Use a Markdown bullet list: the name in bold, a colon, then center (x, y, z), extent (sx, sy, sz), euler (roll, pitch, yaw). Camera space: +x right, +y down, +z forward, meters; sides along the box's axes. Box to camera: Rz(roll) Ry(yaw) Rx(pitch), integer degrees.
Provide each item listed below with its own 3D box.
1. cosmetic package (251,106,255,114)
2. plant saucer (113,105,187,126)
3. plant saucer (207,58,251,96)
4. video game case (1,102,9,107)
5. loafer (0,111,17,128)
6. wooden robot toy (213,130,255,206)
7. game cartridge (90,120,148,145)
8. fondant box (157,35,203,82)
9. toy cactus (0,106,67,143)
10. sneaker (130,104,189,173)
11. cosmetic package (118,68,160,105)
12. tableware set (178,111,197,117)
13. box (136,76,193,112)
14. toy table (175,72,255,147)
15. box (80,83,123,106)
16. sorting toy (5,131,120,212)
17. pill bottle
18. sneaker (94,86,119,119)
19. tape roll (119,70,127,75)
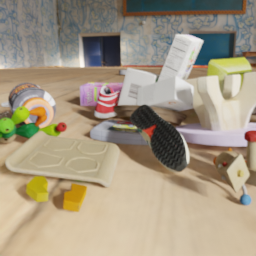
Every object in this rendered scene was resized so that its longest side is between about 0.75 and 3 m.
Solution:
- **cosmetic package**: center (4.569, -0.848, 11.718), extent (1.521, 0.542, 0.772), euler (-8, 18, -30)
- **plant saucer**: center (0.663, -0.348, 8.770), extent (2.297, 0.338, 2.297), euler (7, -5, 1)
- **plant saucer**: center (3.518, -1.233, 9.704), extent (2.232, 2.229, 0.534), euler (-14, 25, -37)
- **video game case**: center (-5.042, -1.240, 13.745), extent (1.526, 0.184, 1.674), euler (2, 15, 9)
- **loafer**: center (-4.641, -0.134, 8.367), extent (2.470, 0.881, 0.902), euler (-5, 16, -16)
- **wooden robot toy**: center (2.325, 0.572, 5.591), extent (2.712, 1.195, 1.231), euler (-11, 8, -36)
- **game cartridge**: center (-0.011, 0.123, 8.441), extent (2.062, 0.421, 1.372), euler (4, 20, 16)
- **fondant box**: center (1.766, -2.133, 9.898), extent (0.630, 2.164, 1.561), euler (30, 27, 17)
- **toy cactus**: center (-3.086, 0.177, 7.243), extent (2.654, 1.357, 2.190), euler (-11, 0, -27)
- **sneaker**: center (0.871, 0.312, 6.655), extent (1.007, 0.758, 2.154), euler (42, 7, -44)
- **cosmetic package**: center (0.758, -1.458, 11.176), extent (1.182, 1.500, 2.787), euler (19, 15, 19)
- **tableware set**: center (1.980, -1.033, 9.763), extent (2.324, 1.536, 0.466), euler (-13, 45, -13)
- **box**: center (1.033, -0.852, 7.958), extent (0.863, 0.677, 1.388), euler (18, -20, -42)
- **toy table**: center (2.635, -0.559, 7.657), extent (2.991, 1.751, 2.749), euler (-1, 9, 26)
- **box**: center (-1.187, -1.670, 13.859), extent (1.969, 0.952, 1.732), euler (1, 15, 7)
- **sorting toy**: center (-1.318, 0.800, 5.708), extent (2.050, 0.368, 2.752), euler (11, 18, 2)
- **pill bottle**: center (-3.284, -0.729, 9.594), extent (1.390, 1.390, 2.618), euler (-7, 18, -26)
- **sneaker**: center (-0.510, -1.093, 10.944), extent (0.725, 1.144, 2.035), euler (24, 25, 24)
- **tape roll**: center (-0.293, -6.085, 30.748), extent (1.454, 0.480, 1.454), euler (2, 11, 0)
